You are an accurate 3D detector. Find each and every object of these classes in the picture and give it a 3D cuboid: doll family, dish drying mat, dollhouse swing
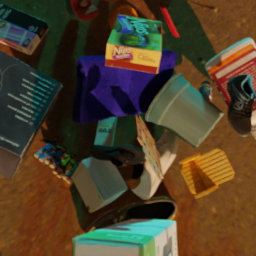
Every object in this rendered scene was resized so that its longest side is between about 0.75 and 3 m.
[{"bbox_3d":[-1.957,0.861,8.153,1.542,0.605,0.891,47,60,-15],"label":"doll family"},{"bbox_3d":[1.081,-2.780,7.336,0.080,0.874,0.336,-34,36,4],"label":"dish drying mat"},{"bbox_3d":[2.013,1.098,7.110,0.912,0.882,1.003,-10,71,-46],"label":"dollhouse swing"}]

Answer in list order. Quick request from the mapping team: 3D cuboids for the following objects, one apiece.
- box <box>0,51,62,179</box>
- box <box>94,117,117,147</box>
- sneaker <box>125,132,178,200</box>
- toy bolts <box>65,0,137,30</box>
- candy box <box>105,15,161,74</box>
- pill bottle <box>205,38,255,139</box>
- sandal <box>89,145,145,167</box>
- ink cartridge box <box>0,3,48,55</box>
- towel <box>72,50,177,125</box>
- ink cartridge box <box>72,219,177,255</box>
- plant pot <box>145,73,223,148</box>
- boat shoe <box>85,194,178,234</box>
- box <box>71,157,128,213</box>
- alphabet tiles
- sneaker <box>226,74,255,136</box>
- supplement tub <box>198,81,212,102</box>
[{"bbox_3d":[-3.079,-0.433,6.390,2.260,1.401,2.222,29,49,-13],"label":"box"},{"bbox_3d":[-0.683,0.093,8.656,0.517,0.309,1.256,5,70,10],"label":"box"},{"bbox_3d":[0.681,0.821,7.947,0.957,0.823,2.261,42,58,-17],"label":"sneaker"},{"bbox_3d":[-1.013,-4.222,9.845,2.371,1.644,2.265,-25,114,-18],"label":"toy bolts"},{"bbox_3d":[0.195,-2.142,6.971,1.225,0.593,2.099,9,40,0],"label":"candy box"},{"bbox_3d":[3.333,-1.022,7.683,1.424,1.424,2.521,-30,88,-9],"label":"pill bottle"},{"bbox_3d":[-0.247,0.595,5.554,1.282,0.482,0.307,-1,41,32],"label":"sandal"},{"bbox_3d":[-4.284,-3.623,9.880,2.649,0.491,1.254,24,74,10],"label":"ink cartridge box"},{"bbox_3d":[-0.076,-1.060,7.758,2.873,2.122,0.712,-13,52,-26],"label":"towel"},{"bbox_3d":[0.140,3.040,5.412,1.312,2.998,2.179,-4,77,17],"label":"ink cartridge box"},{"bbox_3d":[1.639,-0.390,7.922,1.647,1.682,1.682,39,76,15],"label":"plant pot"},{"bbox_3d":[0.062,2.561,7.658,2.758,0.824,0.986,-21,74,-7],"label":"boat shoe"},{"bbox_3d":[-0.702,1.279,6.566,0.682,1.038,1.043,-20,71,-35],"label":"box"},{"bbox_3d":[0.529,0.489,6.931,0.052,1.635,1.361,-21,40,14],"label":"alphabet tiles"},{"bbox_3d":[2.630,-0.524,6.436,0.526,0.589,1.438,-7,87,-21],"label":"sneaker"},{"bbox_3d":[2.356,-1.072,8.570,0.404,0.404,0.755,12,59,4],"label":"supplement tub"}]
